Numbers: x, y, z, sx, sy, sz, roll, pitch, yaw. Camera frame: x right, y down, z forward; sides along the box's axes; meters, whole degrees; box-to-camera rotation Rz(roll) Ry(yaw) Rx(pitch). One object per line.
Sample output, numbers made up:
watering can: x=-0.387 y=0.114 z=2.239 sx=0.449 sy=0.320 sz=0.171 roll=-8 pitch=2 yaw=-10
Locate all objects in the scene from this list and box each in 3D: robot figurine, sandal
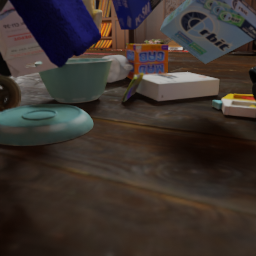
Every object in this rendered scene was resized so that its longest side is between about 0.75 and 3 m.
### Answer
robot figurine: x=-0.755 y=-3.048 z=14.361 sx=1.938 sy=1.290 sz=2.285 roll=-2 pitch=16 yaw=26
sandal: x=-3.438 y=-2.301 z=6.752 sx=0.904 sy=2.407 sz=0.542 roll=-9 pitch=33 yaw=3

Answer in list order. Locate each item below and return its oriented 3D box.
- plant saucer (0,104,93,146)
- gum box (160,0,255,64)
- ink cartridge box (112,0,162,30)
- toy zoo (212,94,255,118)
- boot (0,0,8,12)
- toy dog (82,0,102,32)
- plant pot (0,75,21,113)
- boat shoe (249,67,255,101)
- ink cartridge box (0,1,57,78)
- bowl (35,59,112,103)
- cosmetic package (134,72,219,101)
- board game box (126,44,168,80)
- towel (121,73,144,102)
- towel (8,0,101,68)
plant saucer: x=-2.300 y=-0.206 z=7.348 sx=2.753 sy=0.377 sz=2.753 roll=-1 pitch=19 yaw=0
gum box: x=2.381 y=-2.970 z=8.190 sx=1.996 sy=0.523 sz=2.349 roll=30 pitch=-19 yaw=-19
ink cartridge box: x=0.248 y=-2.418 z=4.984 sx=0.322 sy=0.686 sz=1.459 roll=11 pitch=51 yaw=31
toy zoo: x=4.176 y=-0.692 z=8.864 sx=2.909 sy=0.298 sz=1.909 roll=8 pitch=21 yaw=23
boot: x=-1.509 y=-1.809 z=2.049 sx=1.364 sy=0.723 sz=2.071 roll=21 pitch=-27 yaw=-14
toy dog: x=-1.660 y=-3.105 z=7.449 sx=1.647 sy=2.360 sz=2.288 roll=-30 pitch=62 yaw=-27
plant pot: x=-4.032 y=-0.992 z=8.652 sx=1.255 sy=1.255 sz=1.149 roll=-10 pitch=10 yaw=-27
boat shoe: x=3.909 y=-0.894 z=7.663 sx=0.875 sy=1.049 sz=2.812 roll=-11 pitch=41 yaw=20
ink cartridge box: x=-2.311 y=-2.241 z=6.103 sx=1.179 sy=2.024 sz=0.683 roll=-23 pitch=1 yaw=-30
bowl: x=-1.912 y=-1.744 z=10.201 sx=2.706 sy=1.415 sz=2.706 roll=-1 pitch=17 yaw=0
cosmetic package: x=1.906 y=-1.748 z=11.437 sx=2.796 sy=0.722 sz=2.108 roll=-8 pitch=23 yaw=-24
board game box: x=0.977 y=-3.627 z=15.258 sx=1.817 sy=1.817 sz=1.818 roll=-5 pitch=19 yaw=-15
towel: x=0.201 y=-1.541 z=10.474 sx=0.163 sy=1.028 sz=1.431 roll=32 pitch=22 yaw=4
towel: x=-1.532 y=-2.307 z=4.005 sx=0.720 sy=2.906 sz=2.146 roll=-28 pitch=19 yaw=16
